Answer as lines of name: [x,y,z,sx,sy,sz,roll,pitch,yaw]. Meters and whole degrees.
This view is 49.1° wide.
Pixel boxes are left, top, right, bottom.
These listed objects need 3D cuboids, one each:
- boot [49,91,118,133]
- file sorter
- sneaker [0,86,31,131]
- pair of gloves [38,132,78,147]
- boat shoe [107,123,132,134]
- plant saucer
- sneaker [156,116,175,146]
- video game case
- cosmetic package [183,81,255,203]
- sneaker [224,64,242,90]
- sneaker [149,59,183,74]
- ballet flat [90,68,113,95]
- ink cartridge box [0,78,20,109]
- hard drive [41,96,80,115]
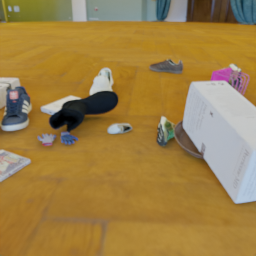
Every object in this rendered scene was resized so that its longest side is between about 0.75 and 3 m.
boot: [-1.368,-0.537,9.101,2.102,0.803,1.767,-10,20,4]
file sorter: [4.116,-1.747,11.474,0.952,1.055,1.517,30,35,35]
sneaker: [-3.864,-0.749,9.563,0.908,1.024,2.423,-6,27,-12]
pair of gloves: [-2.081,0.329,8.305,1.136,0.129,0.913,-2,20,-18]
boat shoe: [-0.255,0.017,8.797,0.818,0.306,0.280,-16,23,-32]
plant saucer: [2.144,0.336,7.846,1.784,0.326,1.784,3,37,-3]
sneaker: [1.226,0.111,8.457,0.629,0.546,1.420,15,30,0]
video game case: [-3.237,0.936,7.111,1.081,0.124,0.985,13,29,26]
cosmetic package: [2.384,0.156,6.635,1.082,1.486,2.923,-5,34,-11]
sneaker: [4.642,-2.294,13.131,1.150,0.998,2.595,-7,18,14]
sneaker: [2.126,-3.517,15.620,1.959,0.740,0.690,12,28,22]
ballet flat: [-1.127,-1.946,12.156,0.993,0.993,2.861,0,26,1]
ink cartridge box: [-5.350,-1.416,11.243,1.302,0.758,1.800,4,26,7]
hard drive: [-2.404,-0.845,10.704,0.996,0.198,1.510,17,30,31]
